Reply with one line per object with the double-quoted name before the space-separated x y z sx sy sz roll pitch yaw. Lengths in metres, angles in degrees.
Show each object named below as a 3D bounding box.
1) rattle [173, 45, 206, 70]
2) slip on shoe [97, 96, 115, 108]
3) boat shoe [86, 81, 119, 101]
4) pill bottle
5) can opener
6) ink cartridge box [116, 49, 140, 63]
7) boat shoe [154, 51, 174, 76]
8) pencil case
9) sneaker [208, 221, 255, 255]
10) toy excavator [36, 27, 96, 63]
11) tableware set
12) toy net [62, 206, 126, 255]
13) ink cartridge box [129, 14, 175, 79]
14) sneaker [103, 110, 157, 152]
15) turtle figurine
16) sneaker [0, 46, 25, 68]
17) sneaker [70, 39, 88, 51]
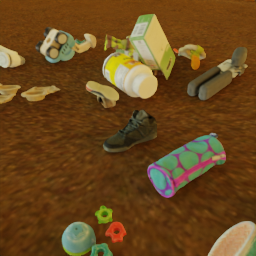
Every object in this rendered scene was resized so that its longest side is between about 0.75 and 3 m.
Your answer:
"rattle" 2.269 -2.700 10.991 1.369 0.978 0.891 11 1 38
"slip on shoe" -0.783 -0.917 8.342 0.317 0.397 1.045 -30 52 -19
"boat shoe" -0.726 -1.016 7.899 0.970 0.303 0.345 22 71 -11
"pill bottle" 0.067 -1.621 8.759 1.013 1.013 1.855 -21 41 -28
"can opener" 3.041 -1.918 9.191 0.796 0.998 2.986 27 43 33
"ink cartridge box" 0.012 -2.826 10.941 0.931 0.484 0.276 14 37 19
"boat shoe" 1.330 -2.456 10.171 0.717 0.717 2.038 10 36 4
"pencil case" 1.226 0.729 5.665 1.680 0.715 0.776 -24 18 -29
"sneaker" 1.315 1.890 3.566 0.576 1.441 0.514 34 1 -6
"toy excavator" -2.380 -3.295 11.259 0.982 1.965 1.911 31 90 34
"tableware set" -3.136 -1.041 8.204 2.195 0.255 1.833 -4 20 -7
"toy net" -0.343 2.021 4.151 0.949 0.349 1.809 -17 40 -20
"ink cartridge box" 0.824 -2.511 8.930 0.563 1.899 0.986 5 62 34
"sneaker" 0.052 0.027 6.593 1.454 0.833 0.556 -19 38 -22
"turtle figurine" -0.109 -2.851 9.889 1.393 0.556 1.728 9 55 -13
"sneaker" -4.758 -2.785 10.839 1.871 0.715 0.753 34 36 32
"sneaker" -2.250 -3.566 12.007 1.030 0.470 0.400 -1 35 0
